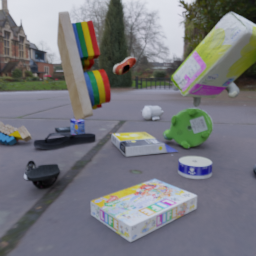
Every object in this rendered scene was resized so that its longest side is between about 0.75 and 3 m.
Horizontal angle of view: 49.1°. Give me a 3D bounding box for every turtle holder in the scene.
[{"bbox_3d":[2.564,0.111,11.762,1.594,2.097,1.489,44,21,15],"label":"turtle holder"}]

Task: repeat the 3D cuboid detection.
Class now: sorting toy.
[{"bbox_3d":[-1.365,-1.705,8.576,0.970,2.770,2.787,-14,4,-15],"label":"sorting toy"}]

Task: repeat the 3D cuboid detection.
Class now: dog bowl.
[{"bbox_3d":[2.043,1.206,8.580,1.011,0.398,1.011,0,11,0],"label":"dog bowl"}]

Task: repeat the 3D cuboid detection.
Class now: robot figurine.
[{"bbox_3d":[1.541,-0.961,18.105,1.515,0.855,1.285,-7,47,-32],"label":"robot figurine"}]

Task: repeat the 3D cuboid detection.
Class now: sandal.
[{"bbox_3d":[-2.276,1.365,7.838,0.802,0.510,2.133,-2,-1,-7],"label":"sandal"},{"bbox_3d":[-2.715,0.412,11.994,2.771,0.593,1.053,-9,15,-38],"label":"sandal"}]

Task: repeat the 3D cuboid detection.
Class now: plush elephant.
[{"bbox_3d":[2.761,-1.670,10.724,1.749,2.259,1.860,-39,21,6],"label":"plush elephant"}]

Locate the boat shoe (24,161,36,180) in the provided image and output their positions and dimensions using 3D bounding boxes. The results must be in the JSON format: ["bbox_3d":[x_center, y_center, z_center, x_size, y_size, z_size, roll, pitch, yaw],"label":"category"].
[{"bbox_3d":[-2.937,1.248,8.479,0.372,0.353,1.065,-3,12,-13],"label":"boat shoe"}]

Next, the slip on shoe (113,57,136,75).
[{"bbox_3d":[-0.055,-2.625,11.984,0.446,0.540,1.459,23,40,26],"label":"slip on shoe"}]

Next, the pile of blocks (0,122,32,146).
[{"bbox_3d":[-5.408,0.382,12.196,2.714,1.114,0.843,12,-29,13],"label":"pile of blocks"}]

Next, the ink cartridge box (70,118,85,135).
[{"bbox_3d":[-2.394,-0.042,13.231,0.679,0.995,0.380,10,15,42],"label":"ink cartridge box"}]

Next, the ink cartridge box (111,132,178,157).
[{"bbox_3d":[0.613,0.600,11.428,2.147,0.505,2.122,-5,12,-16],"label":"ink cartridge box"}]

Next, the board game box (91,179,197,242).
[{"bbox_3d":[0.371,1.710,6.197,1.990,0.341,1.338,-10,15,-40],"label":"board game box"}]

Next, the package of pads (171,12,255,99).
[{"bbox_3d":[2.432,-1.768,7.396,1.777,2.300,0.784,-2,54,-44],"label":"package of pads"}]

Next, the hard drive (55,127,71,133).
[{"bbox_3d":[-3.158,0.103,14.561,1.120,0.184,0.782,-6,13,-26],"label":"hard drive"}]

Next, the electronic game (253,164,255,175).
[{"bbox_3d":[4.752,1.273,8.124,2.056,0.428,2.056,-4,10,1],"label":"electronic game"}]
